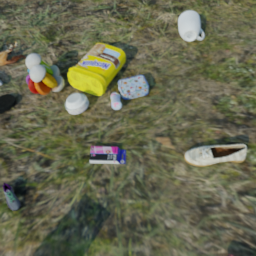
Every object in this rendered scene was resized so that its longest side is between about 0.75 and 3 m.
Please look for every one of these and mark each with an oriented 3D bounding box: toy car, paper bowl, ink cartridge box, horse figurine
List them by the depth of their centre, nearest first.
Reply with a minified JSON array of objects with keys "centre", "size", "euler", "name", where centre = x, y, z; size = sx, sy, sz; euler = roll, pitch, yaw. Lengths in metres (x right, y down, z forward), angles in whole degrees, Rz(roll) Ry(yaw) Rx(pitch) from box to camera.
[{"centre":[-0.755,1.020,10.440],"size":[1.328,0.246,0.629],"euler":[3,52,-1],"name":"ink cartridge box"},{"centre":[-2.180,-1.064,11.706],"size":[0.977,0.508,0.977],"euler":[-12,47,13],"name":"paper bowl"},{"centre":[-3.841,-2.203,12.318],"size":[1.376,1.606,1.836],"euler":[-40,55,16],"name":"toy car"},{"centre":[-6.417,-3.629,13.704],"size":[2.523,0.630,1.672],"euler":[16,66,5],"name":"horse figurine"}]

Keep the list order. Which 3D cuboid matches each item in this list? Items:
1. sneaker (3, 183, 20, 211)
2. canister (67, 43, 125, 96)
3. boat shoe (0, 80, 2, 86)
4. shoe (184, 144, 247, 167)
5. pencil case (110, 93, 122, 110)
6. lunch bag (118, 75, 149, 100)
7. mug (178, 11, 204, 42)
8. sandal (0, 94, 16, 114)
[{"centre":[-3.933,2.294,9.307],"size":[0.381,0.448,1.023],"euler":[-31,58,-21],"name":"sneaker"},{"centre":[-1.372,-2.754,12.839],"size":[1.794,1.045,2.415],"euler":[20,54,15],"name":"canister"},{"centre":[-6.088,-2.194,12.869],"size":[0.345,0.380,1.033],"euler":[-37,51,-7],"name":"boat shoe"},{"centre":[3.204,0.915,10.259],"size":[2.303,0.615,0.805],"euler":[-4,53,-3],"name":"shoe"},{"centre":[-0.513,-1.128,11.815],"size":[0.432,0.396,0.952],"euler":[0,33,-6],"name":"pencil case"},{"centre":[0.246,-1.828,12.457],"size":[1.337,0.505,1.071],"euler":[-14,52,-9],"name":"lunch bag"},{"centre":[3.383,-5.162,14.727],"size":[1.558,1.151,1.366],"euler":[22,52,-23],"name":"mug"},{"centre":[-5.989,-0.648,11.439],"size":[1.083,0.650,2.884],"euler":[35,60,24],"name":"sandal"}]
